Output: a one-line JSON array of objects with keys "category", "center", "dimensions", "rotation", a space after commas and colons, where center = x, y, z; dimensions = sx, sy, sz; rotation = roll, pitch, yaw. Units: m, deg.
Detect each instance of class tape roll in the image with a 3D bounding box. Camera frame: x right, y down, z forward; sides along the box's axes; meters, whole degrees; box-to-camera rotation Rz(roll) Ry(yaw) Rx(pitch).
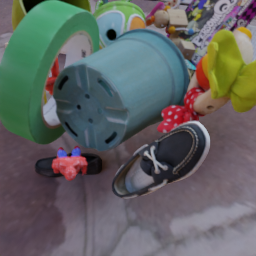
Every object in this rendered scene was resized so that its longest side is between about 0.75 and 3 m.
[{"category": "tape roll", "center": [-1.497, -1.077, 5.845], "dimensions": [0.684, 2.847, 2.847], "rotation": [22, 48, 8]}]

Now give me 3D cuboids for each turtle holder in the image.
[{"category": "turtle holder", "center": [-0.441, -2.609, 7.596], "dimensions": [1.827, 1.388, 1.298], "rotation": [0, 72, 0]}]

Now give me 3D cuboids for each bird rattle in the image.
[{"category": "bird rattle", "center": [1.479, -0.684, 4.741], "dimensions": [1.240, 2.201, 1.795], "rotation": [25, 60, -4]}]

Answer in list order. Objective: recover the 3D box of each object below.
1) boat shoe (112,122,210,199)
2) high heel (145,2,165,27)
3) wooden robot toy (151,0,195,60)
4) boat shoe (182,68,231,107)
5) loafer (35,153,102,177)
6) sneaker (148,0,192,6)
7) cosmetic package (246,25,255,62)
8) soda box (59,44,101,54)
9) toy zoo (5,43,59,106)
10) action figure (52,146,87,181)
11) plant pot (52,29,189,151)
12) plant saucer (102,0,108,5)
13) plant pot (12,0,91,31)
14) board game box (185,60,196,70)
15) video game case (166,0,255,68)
[{"category": "boat shoe", "center": [0.384, 0.549, 3.963], "dimensions": [0.546, 1.810, 0.684], "rotation": [-6, 57, -39]}, {"category": "high heel", "center": [0.836, -3.991, 9.845], "dimensions": [1.039, 0.350, 0.499], "rotation": [-35, 52, 22]}, {"category": "wooden robot toy", "center": [1.033, -2.691, 7.478], "dimensions": [0.967, 0.939, 2.131], "rotation": [0, 67, -19]}, {"category": "boat shoe", "center": [1.326, -1.152, 7.571], "dimensions": [2.956, 0.883, 1.056], "rotation": [6, 69, 17]}, {"category": "loafer", "center": [-1.611, 0.934, 7.539], "dimensions": [1.814, 0.637, 0.616], "rotation": [-1, 45, -1]}, {"category": "sneaker", "center": [0.908, -4.619, 8.331], "dimensions": [2.655, 1.528, 1.002], "rotation": [9, 30, 4]}, {"category": "cosmetic package", "center": [3.442, -1.734, 7.633], "dimensions": [1.689, 1.414, 1.405], "rotation": [30, 89, 36]}, {"category": "soda box", "center": [-1.802, -3.569, 11.992], "dimensions": [2.393, 0.815, 0.762], "rotation": [11, 46, 11]}, {"category": "toy zoo", "center": [-2.142, -1.069, 6.674], "dimensions": [0.205, 2.004, 1.315], "rotation": [13, 29, 27]}, {"category": "action figure", "center": [-1.012, 0.612, 4.874], "dimensions": [0.577, 0.456, 1.764], "rotation": [0, 1, -11]}, {"category": "plant pot", "center": [-0.206, -0.774, 6.044], "dimensions": [2.350, 2.350, 2.302], "rotation": [24, 35, 22]}, {"category": "plant saucer", "center": [-0.863, -4.553, 9.410], "dimensions": [0.142, 1.493, 0.522], "rotation": [-8, 41, 9]}, {"category": "plant pot", "center": [-2.499, -3.182, 8.089], "dimensions": [2.164, 2.025, 2.025], "rotation": [-4, 30, 50]}, {"category": "board game box", "center": [2.868, -2.509, 11.230], "dimensions": [1.807, 0.376, 2.672], "rotation": [-8, 45, -8]}, {"category": "video game case", "center": [2.255, -2.939, 7.470], "dimensions": [0.444, 2.478, 2.246], "rotation": [24, 26, -32]}]
